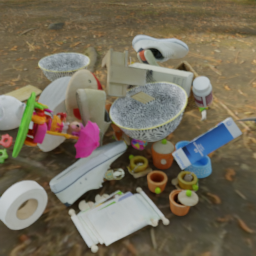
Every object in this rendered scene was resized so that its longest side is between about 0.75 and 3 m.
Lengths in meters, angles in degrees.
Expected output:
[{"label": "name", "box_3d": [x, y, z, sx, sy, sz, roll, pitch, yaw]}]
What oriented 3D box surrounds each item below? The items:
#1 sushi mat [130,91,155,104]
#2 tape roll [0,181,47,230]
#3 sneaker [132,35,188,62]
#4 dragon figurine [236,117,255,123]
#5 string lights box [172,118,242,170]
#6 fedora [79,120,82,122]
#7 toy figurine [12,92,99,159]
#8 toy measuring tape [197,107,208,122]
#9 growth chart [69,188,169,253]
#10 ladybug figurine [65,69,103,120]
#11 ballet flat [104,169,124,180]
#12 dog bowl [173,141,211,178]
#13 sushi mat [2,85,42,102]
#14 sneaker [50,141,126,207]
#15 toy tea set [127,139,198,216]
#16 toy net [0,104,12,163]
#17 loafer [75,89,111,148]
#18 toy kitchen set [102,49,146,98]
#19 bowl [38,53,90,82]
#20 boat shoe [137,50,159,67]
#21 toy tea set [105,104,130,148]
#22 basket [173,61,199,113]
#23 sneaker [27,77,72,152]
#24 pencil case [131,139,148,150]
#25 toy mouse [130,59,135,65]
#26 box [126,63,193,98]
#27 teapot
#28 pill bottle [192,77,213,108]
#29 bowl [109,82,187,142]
[{"label": "sushi mat", "box_3d": [0.481, -0.969, 9.071, 0.450, 0.941, 0.057, -25, 68, 27]}, {"label": "tape roll", "box_3d": [-2.751, 2.019, 7.355, 0.431, 1.233, 1.233, 27, 43, 33]}, {"label": "sneaker", "box_3d": [1.426, -3.163, 11.779, 2.604, 0.951, 0.922, 0, 59, -22]}, {"label": "dragon figurine", "box_3d": [5.591, -0.389, 11.281, 2.384, 1.185, 0.702, -28, 41, -5]}, {"label": "string lights box", "box_3d": [2.263, 0.465, 8.161, 1.896, 0.559, 0.974, -34, -9, 11]}, {"label": "fedora", "box_3d": [-1.397, -0.448, 11.458, 1.473, 0.601, 1.473, -1, 35, 1]}, {"label": "toy figurine", "box_3d": [-1.871, 0.086, 7.845, 2.133, 1.740, 2.317, 17, 14, -23]}, {"label": "toy measuring tape", "box_3d": [3.137, -0.961, 12.160, 0.655, 0.655, 1.781, 8, 36, 11]}, {"label": "growth chart", "box_3d": [-0.311, 2.390, 7.721, 2.361, 0.209, 1.708, -15, 37, -21]}, {"label": "ladybug figurine", "box_3d": [-1.469, -1.076, 10.053, 0.924, 2.569, 1.744, 20, 81, 7]}, {"label": "ballet flat", "box_3d": [-0.313, 1.355, 8.240, 0.343, 0.343, 0.969, 22, 8, 29]}, {"label": "dog bowl", "box_3d": [2.149, 1.012, 9.499, 0.906, 0.403, 1.626, -15, 35, -18]}, {"label": "sushi mat", "box_3d": [-5.358, -1.459, 13.319, 1.129, 0.143, 2.360, 26, 42, 33]}, {"label": "sneaker", "box_3d": [-1.068, 1.335, 8.570, 2.663, 0.943, 0.972, -32, 17, -25]}, {"label": "toy tea set", "box_3d": [1.226, 1.302, 8.542, 1.660, 1.033, 2.792, -20, 39, -27]}, {"label": "toy net", "box_3d": [-4.889, -0.012, 10.075, 1.404, 0.517, 2.676, -4, 61, 1]}, {"label": "loafer", "box_3d": [-1.014, -0.125, 9.060, 0.932, 2.730, 1.033, -14, 50, -10]}, {"label": "toy kitchen set", "box_3d": [-0.203, -1.786, 10.056, 1.288, 1.579, 1.424, 4, -4, -17]}, {"label": "bowl", "box_3d": [-3.213, -2.860, 14.415, 2.549, 1.196, 2.549, 1, 35, 0]}, {"label": "boat shoe", "box_3d": [0.907, -2.331, 11.112, 0.502, 1.605, 0.571, -5, 37, 43]}, {"label": "toy tea set", "box_3d": [-0.527, -0.085, 9.973, 0.647, 1.750, 1.040, -24, 13, 13]}, {"label": "basket", "box_3d": [2.081, -1.623, 11.191, 1.274, 1.330, 1.786, -19, 42, 2]}, {"label": "sneaker", "box_3d": [-2.621, -0.468, 10.220, 1.004, 1.574, 2.724, 19, 62, 19]}, {"label": "pencil case", "box_3d": [0.611, 0.238, 10.100, 0.566, 0.566, 1.280, 18, 49, 24]}, {"label": "toy mouse", "box_3d": [0.038, -1.953, 11.257, 0.285, 1.307, 1.471, 22, -5, 11]}, {"label": "box", "box_3d": [1.105, -1.701, 10.207, 2.286, 0.939, 0.782, 15, 25, 24]}, {"label": "teapot", "box_3d": [-5.008, -0.769, 11.402, 1.641, 1.198, 1.619, -14, 37, -18]}, {"label": "pill bottle", "box_3d": [2.612, -1.248, 9.822, 0.650, 1.138, 0.650, -8, 62, 16]}, {"label": "bowl", "box_3d": [0.753, -0.345, 9.276, 2.539, 1.192, 2.539, -11, 38, 9]}]
